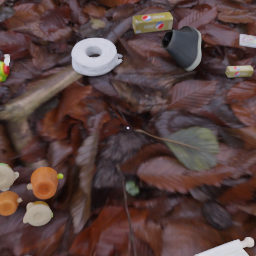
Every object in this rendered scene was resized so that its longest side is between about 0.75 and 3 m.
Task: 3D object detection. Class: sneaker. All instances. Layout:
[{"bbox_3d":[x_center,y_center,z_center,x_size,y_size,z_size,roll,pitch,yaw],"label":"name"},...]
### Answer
[{"bbox_3d":[1.672,-2.909,9.006,1.209,0.851,2.276,32,37,-24],"label":"sneaker"}]

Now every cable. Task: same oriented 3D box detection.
[{"bbox_3d":[-1.122,-2.381,9.363,1.526,0.529,1.527,27,58,17],"label":"cable"}]

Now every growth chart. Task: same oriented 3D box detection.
[{"bbox_3d":[2.064,3.580,5.072,2.087,0.256,2.883,-8,53,-6],"label":"growth chart"}]

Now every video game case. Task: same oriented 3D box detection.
[{"bbox_3d":[4.549,-3.181,10.286,0.846,0.076,0.606,12,54,8],"label":"video game case"}]

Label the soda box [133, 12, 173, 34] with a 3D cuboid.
[{"bbox_3d":[0.932,-4.001,10.659,1.452,0.465,0.492,-9,54,-7],"label":"soda box"}]

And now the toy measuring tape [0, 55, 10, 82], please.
[{"bbox_3d":[-4.135,-2.087,9.207,0.518,0.518,1.408,-4,53,-3],"label":"toy measuring tape"}]

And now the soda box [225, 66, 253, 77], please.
[{"bbox_3d":[3.633,-1.845,9.141,0.802,0.257,0.272,-4,47,-4],"label":"soda box"}]

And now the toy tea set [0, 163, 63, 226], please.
[{"bbox_3d":[-2.487,1.272,6.069,2.073,1.233,0.767,22,11,-22],"label":"toy tea set"}]
